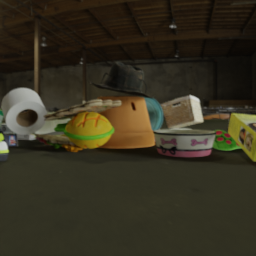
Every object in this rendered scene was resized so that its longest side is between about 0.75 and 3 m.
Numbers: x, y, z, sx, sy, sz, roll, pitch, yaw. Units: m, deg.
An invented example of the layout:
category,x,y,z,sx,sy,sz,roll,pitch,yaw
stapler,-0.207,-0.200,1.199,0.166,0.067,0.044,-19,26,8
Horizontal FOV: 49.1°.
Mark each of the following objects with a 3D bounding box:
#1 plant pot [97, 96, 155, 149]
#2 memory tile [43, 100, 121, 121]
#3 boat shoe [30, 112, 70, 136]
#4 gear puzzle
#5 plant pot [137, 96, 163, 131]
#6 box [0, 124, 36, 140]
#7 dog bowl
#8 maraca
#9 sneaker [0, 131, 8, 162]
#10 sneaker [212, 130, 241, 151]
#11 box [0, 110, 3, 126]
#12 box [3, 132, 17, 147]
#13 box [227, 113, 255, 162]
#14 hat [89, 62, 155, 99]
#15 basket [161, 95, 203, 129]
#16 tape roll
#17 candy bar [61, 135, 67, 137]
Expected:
category,x,y,z,sx,sy,sz,roll,pitch,yaw
plant pot,-0.245,-0.239,9.863,2.396,1.677,2.396,1,3,0
memory tile,-1.344,-0.503,8.308,2.019,0.170,1.548,-13,-3,28
boat shoe,-2.891,-0.189,11.711,0.894,1.069,2.991,-9,-3,42
gear puzzle,-2.046,0.522,8.834,1.228,0.310,2.371,7,2,-35
plant pot,0.332,-0.420,12.835,1.992,1.992,1.951,2,12,29
box,-4.796,0.138,12.367,2.131,0.641,1.243,1,3,20
dog bowl,1.538,0.396,7.734,1.706,0.629,1.706,1,4,0
maraca,-1.305,0.027,8.248,1.933,1.034,1.325,12,20,37
sneaker,-3.525,0.333,6.936,2.008,0.831,0.720,2,4,39
sneaker,3.076,0.428,8.631,1.637,0.628,0.686,6,-12,-12
box,-6.431,-0.186,12.118,2.219,1.302,0.537,3,-16,26
box,-4.915,0.408,9.439,2.177,0.410,1.487,-1,3,-23
box,3.243,0.171,6.991,0.964,0.642,2.563,6,13,5
hat,-0.118,-1.591,9.025,2.388,0.963,2.388,11,7,-1
basket,2.303,-0.625,11.787,1.337,1.085,1.349,-16,-8,28
tape roll,-3.526,-0.559,9.517,1.337,1.337,0.918,-2,35,-32
candy bar,-2.561,0.349,12.363,1.988,0.220,0.496,2,3,27
